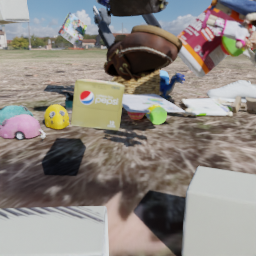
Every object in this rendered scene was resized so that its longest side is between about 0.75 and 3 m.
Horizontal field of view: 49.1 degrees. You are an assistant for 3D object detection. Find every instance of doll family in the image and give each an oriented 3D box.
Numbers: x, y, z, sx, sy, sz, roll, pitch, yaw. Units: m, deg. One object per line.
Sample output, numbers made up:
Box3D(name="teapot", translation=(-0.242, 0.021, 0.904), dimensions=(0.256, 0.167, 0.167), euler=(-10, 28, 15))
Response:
Box3D(name="doll family", translation=(1.677, -1.678, 3.883), dimensions=(0.993, 0.721, 1.600), euler=(23, 42, 7))

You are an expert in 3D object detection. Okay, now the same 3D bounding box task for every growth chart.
Box3D(name="growth chart", translation=(2.852, -0.799, 10.187), dimensions=(1.836, 0.225, 2.537), euler=(2, 17, 6))

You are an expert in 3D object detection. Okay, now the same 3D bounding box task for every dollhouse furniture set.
Box3D(name="dollhouse furniture set", translation=(4.178, -0.646, 9.406), dimensions=(1.139, 0.590, 0.504), euler=(13, 61, 37))

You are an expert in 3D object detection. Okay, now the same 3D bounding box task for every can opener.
Box3D(name="can opener", translation=(-0.788, -3.838, 10.727), dimensions=(0.718, 2.148, 0.573), euler=(-23, -22, -11))

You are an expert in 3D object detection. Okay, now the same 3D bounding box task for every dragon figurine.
Box3D(name="dragon figurine", translation=(1.350, -1.887, 12.141), dimensions=(2.335, 1.161, 0.687), euler=(8, 19, 25))

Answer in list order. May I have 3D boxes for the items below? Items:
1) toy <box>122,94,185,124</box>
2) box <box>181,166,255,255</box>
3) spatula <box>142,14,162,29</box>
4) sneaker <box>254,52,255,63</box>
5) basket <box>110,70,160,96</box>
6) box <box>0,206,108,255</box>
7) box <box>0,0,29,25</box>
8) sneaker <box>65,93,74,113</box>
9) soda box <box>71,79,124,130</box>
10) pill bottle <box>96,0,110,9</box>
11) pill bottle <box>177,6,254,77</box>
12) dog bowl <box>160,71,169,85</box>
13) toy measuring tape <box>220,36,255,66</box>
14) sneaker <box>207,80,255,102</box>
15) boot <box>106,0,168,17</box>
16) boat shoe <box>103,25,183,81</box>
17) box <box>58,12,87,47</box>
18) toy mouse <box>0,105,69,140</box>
Box3D(name="toy", translation=(0.490, -0.579, 8.736), dimensions=(1.572, 0.645, 2.731), euler=(-2, 13, -13))
Box3D(name="box", translation=(1.727, 1.074, 2.868), dimensions=(2.211, 0.909, 0.756), euler=(8, 18, 22))
Box3D(name="spatula", translation=(0.176, -3.626, 7.579), dimensions=(0.746, 2.639, 0.271), euler=(-31, -5, 0))
Box3D(name="sneaker", translation=(3.139, -1.833, 6.413), dimensions=(0.383, 1.049, 0.371), euler=(29, 69, 38))
Box3D(name="basket", translation=(0.191, -1.793, 11.187), dimensions=(1.483, 1.548, 2.077), euler=(15, 23, 40))
Box3D(name="box", translation=(-1.213, 1.230, 2.444), dimensions=(2.080, 0.854, 0.711), euler=(0, 17, -3))
Box3D(name="box", translation=(-3.313, -2.465, 5.478), dimensions=(2.509, 1.031, 0.858), euler=(-2, 19, 16))
Box3D(name="sneaker", translation=(-1.289, -0.965, 9.844), dimensions=(1.824, 0.729, 0.651), euler=(-8, 18, -24))
Box3D(name="soda box", translation=(-0.428, -0.408, 4.077), dimensions=(0.586, 0.554, 1.732), euler=(6, 10, -6))
Box3D(name="pill bottle", translation=(-0.655, -4.475, 9.461), dimensions=(1.299, 0.752, 0.752), euler=(26, 19, 1))
Box3D(name="pill bottle", translation=(2.591, -2.762, 7.918), dimensions=(2.548, 1.396, 1.396), euler=(-42, 11, 14))
Box3D(name="dog bowl", translation=(1.492, -2.152, 12.973), dimensions=(0.808, 0.359, 1.449), euler=(-5, -22, 5))
Box3D(name="toy measuring tape", translation=(2.921, -1.932, 7.138), dimensions=(1.858, 0.683, 0.683), euler=(36, 3, -24))
Box3D(name="sneaker", translation=(4.382, -1.530, 11.479), dimensions=(2.210, 0.889, 0.844), euler=(2, 19, 11))
Box3D(name="boot", translation=(0.405, -3.081, 5.142), dimensions=(2.400, 0.831, 2.090), euler=(-3, -30, 20))
Box3D(name="boat shoe", translation=(0.180, -1.533, 6.303), dimensions=(1.055, 1.054, 2.996), euler=(27, 2, -19))
Box3D(name="box", translation=(-2.161, -3.905, 11.075), dimensions=(0.883, 0.279, 1.605), euler=(33, 36, -25))
Box3D(name="toy mouse", translation=(-2.950, -0.245, 7.752), dimensions=(2.587, 0.563, 2.911), euler=(-4, 17, -13))
